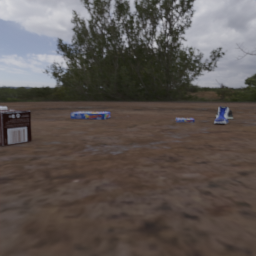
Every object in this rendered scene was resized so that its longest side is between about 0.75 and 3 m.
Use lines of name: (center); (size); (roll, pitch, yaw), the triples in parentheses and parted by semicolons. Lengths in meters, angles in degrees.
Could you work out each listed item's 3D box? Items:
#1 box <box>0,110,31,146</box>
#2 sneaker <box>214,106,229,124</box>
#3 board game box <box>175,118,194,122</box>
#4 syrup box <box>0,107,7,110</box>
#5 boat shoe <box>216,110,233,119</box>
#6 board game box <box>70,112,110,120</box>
box: (-3.592, -0.041, 8.238); (1.149, 0.943, 0.953); (5, 9, 34)
sneaker: (4.452, -0.612, 13.347); (0.572, 0.817, 1.415); (3, 7, 27)
board game box: (2.882, -0.385, 14.241); (0.880, 0.152, 0.595); (1, 7, 4)
syrup box: (-7.671, -0.841, 15.669); (1.736, 0.707, 0.683); (1, 8, 19)
boat shoe: (5.637, -0.839, 16.363); (0.618, 0.522, 1.734); (-1, 7, -5)
board game box: (-2.140, -0.721, 16.130); (1.974, 0.340, 1.336); (1, 7, 10)
